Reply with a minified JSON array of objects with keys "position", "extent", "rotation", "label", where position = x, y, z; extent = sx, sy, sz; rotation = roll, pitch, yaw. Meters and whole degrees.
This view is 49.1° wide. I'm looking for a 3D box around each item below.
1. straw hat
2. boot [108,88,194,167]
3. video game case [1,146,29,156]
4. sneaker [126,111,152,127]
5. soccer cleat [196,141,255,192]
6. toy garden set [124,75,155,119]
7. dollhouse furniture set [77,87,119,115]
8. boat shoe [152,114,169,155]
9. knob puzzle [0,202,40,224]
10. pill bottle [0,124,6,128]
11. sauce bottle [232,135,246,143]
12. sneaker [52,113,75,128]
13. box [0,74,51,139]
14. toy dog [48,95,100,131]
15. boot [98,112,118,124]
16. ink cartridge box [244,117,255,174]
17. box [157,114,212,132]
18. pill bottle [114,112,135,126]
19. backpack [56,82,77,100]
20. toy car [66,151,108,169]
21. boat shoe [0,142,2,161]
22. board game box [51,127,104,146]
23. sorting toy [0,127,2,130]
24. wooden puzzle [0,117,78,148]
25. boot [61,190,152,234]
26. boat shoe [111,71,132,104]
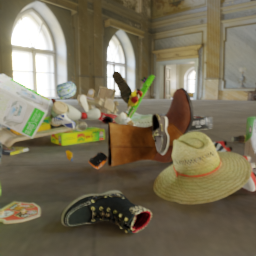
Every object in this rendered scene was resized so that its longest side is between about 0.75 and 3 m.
[{"position":[1.423,0.612,6.024],"extent":[2.250,0.952,2.250],"rotation":[-21,14,5],"label":"straw hat"},{"position":[0.571,-0.053,8.063],"extent":[2.425,2.283,0.830],"rotation":[1,19,-19],"label":"boot"},{"position":[-4.140,0.805,9.915],"extent":[0.887,0.113,0.802],"rotation":[3,9,29],"label":"video game case"},{"position":[0.661,-0.086,14.109],"extent":[2.654,0.966,1.124],"rotation":[12,42,36],"label":"sneaker"},{"position":[2.342,0.970,6.885],"extent":[1.017,0.820,2.388],"rotation":[-22,15,3],"label":"soccer cleat"},{"position":[0.166,-1.088,12.666],"extent":[0.500,2.508,2.090],"rotation":[31,38,2],"label":"toy garden set"},{"position":[-1.541,-1.525,12.479],"extent":[2.113,1.210,2.478],"rotation":[13,-5,20],"label":"dollhouse furniture set"},{"position":[0.818,0.148,7.424],"extent":[0.376,1.265,0.454],"rotation":[22,-43,-20],"label":"boat shoe"},{"position":[-1.989,1.521,5.142],"extent":[0.903,0.125,0.903],"rotation":[0,8,0],"label":"knob puzzle"},{"position":[-5.866,-0.482,13.995],"extent":[2.706,1.437,1.437],"rotation":[0,9,-3],"label":"pill bottle"},{"position":[4.780,0.451,11.569],"extent":[0.985,0.319,0.319],"rotation":[0,8,-8],"label":"sauce bottle"},{"position":[-2.053,-0.280,9.170],"extent":[0.769,0.311,0.444],"rotation":[14,39,12],"label":"sneaker"},{"position":[-3.986,-0.828,9.936],"extent":[2.087,1.143,2.365],"rotation":[30,8,-17],"label":"box"},{"position":[-2.047,-0.668,10.126],"extent":[1.289,0.942,1.955],"rotation":[-36,-28,24],"label":"toy dog"},{"position":[-1.550,-0.631,17.742],"extent":[1.864,0.675,1.345],"rotation":[10,14,32],"label":"boot"},{"position":[3.728,0.553,6.965],"extent":[0.857,1.485,2.032],"rotation":[1,8,1],"label":"ink cartridge box"},{"position":[2.931,-0.366,15.707],"extent":[2.179,0.688,2.763],"rotation":[-6,10,-33],"label":"box"},{"position":[-0.071,-0.070,11.693],"extent":[0.635,1.110,0.635],"rotation":[-38,1,1],"label":"pill bottle"},{"position":[-2.178,-1.297,9.736],"extent":[0.718,0.677,0.880],"rotation":[-12,40,1],"label":"backpack"},{"position":[-1.163,0.848,7.922],"extent":[1.113,0.370,0.546],"rotation":[21,45,11],"label":"toy car"},{"position":[-3.851,-0.012,7.181],"extent":[1.046,2.304,0.815],"rotation":[9,23,21],"label":"boat shoe"},{"position":[-2.113,0.324,11.858],"extent":[2.005,0.477,1.019],"rotation":[-7,11,-38],"label":"board game box"},{"position":[-4.811,0.364,9.981],"extent":[0.428,0.801,0.721],"rotation":[24,3,-45],"label":"sorting toy"},{"position":[-3.894,-0.038,11.706],"extent":[2.893,0.539,2.676],"rotation":[-18,18,-33],"label":"wooden puzzle"},{"position":[-0.344,1.435,4.622],"extent":[1.276,0.461,0.964],"rotation":[-8,14,-40],"label":"boot"},{"position":[-0.207,-1.954,13.462],"extent":[0.610,1.696,0.577],"rotation":[-24,0,9],"label":"boat shoe"}]
